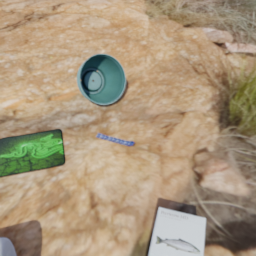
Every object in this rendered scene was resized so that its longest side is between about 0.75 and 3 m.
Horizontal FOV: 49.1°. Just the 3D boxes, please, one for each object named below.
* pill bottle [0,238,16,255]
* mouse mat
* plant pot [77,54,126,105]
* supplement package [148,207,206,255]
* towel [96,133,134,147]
[{"bbox_3d":[-3.662,3.229,5.429,2.713,1.522,1.522,-11,44,-12],"label":"pill bottle"},{"bbox_3d":[-3.212,0.773,9.170,2.188,0.082,1.760,-9,43,-11],"label":"mouse mat"},{"bbox_3d":[-1.195,-1.844,10.879,1.869,1.869,1.252,-24,16,-24],"label":"plant pot"},{"bbox_3d":[0.972,2.931,6.046,1.126,1.130,1.927,10,44,10],"label":"supplement package"},{"bbox_3d":[-0.431,0.377,8.919,1.179,0.853,0.141,15,81,-7],"label":"towel"}]
